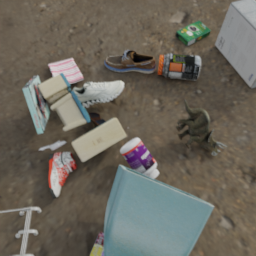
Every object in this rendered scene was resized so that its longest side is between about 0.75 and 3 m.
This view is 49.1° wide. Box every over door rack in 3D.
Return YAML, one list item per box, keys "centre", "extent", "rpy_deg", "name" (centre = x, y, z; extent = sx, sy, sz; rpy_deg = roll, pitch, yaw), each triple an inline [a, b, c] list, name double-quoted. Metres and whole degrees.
- centre: [-3.349, 2.902, 7.632]
  extent: [1.837, 0.612, 1.357]
  rpy_deg: [-4, 57, 3]
  name: "over door rack"

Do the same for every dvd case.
- centre: [-2.837, -0.784, 8.793]
  extent: [0.214, 1.418, 1.943]
  rpy_deg: [-13, 21, -3]
  name: "dvd case"

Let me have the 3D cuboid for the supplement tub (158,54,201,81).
- centre: [1.917, -2.318, 10.622]
  extent: [1.511, 0.926, 0.926]
  rpy_deg: [7, 59, 4]
  name: "supplement tub"

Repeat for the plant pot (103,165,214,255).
- centre: [0.386, 2.233, 6.498]
  extent: [2.039, 2.033, 2.077]
  rpy_deg: [23, 83, -3]
  name: "plant pot"

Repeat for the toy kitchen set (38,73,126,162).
- centre: [-1.548, -0.522, 9.348]
  extent: [1.583, 2.153, 2.688]
  rpy_deg: [-30, 97, -9]
  name: "toy kitchen set"

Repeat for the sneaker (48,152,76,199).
- centre: [-1.997, 1.390, 8.604]
  extent: [0.788, 0.491, 1.470]
  rpy_deg: [-10, 56, -3]
  name: "sneaker"

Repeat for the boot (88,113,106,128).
- centre: [-1.094, -0.128, 9.583]
  extent: [0.415, 0.538, 1.110]
  rpy_deg: [-10, 30, -26]
  name: "boot"

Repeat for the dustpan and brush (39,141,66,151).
- centre: [-2.369, 0.580, 8.756]
  extent: [0.830, 0.579, 0.237]
  rpy_deg: [-31, 91, -23]
  name: "dustpan and brush"

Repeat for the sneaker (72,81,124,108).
- centre: [-1.065, -1.265, 9.674]
  extent: [1.901, 0.770, 0.714]
  rpy_deg: [-17, 39, 14]
  name: "sneaker"

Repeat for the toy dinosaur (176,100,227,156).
- centre: [2.166, -0.081, 8.893]
  extent: [1.169, 2.285, 0.879]
  rpy_deg: [-27, 25, -4]
  name: "toy dinosaur"

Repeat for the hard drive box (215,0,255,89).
- centre: [4.610, -3.147, 10.488]
  extent: [0.998, 2.025, 2.598]
  rpy_deg: [-18, 61, -13]
  name: "hard drive box"

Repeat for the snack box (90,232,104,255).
- centre: [-0.240, 3.672, 7.173]
  extent: [1.650, 0.558, 1.391]
  rpy_deg: [18, 60, 9]
  name: "snack box"

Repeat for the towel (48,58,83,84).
- centre: [-2.428, -2.184, 10.836]
  extent: [1.047, 0.214, 1.430]
  rpy_deg: [-19, 53, -16]
  name: "towel"

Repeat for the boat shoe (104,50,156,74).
- centre: [0.078, -2.661, 10.936]
  extent: [2.044, 0.740, 0.738]
  rpy_deg: [4, 59, 2]
  name: "boat shoe"

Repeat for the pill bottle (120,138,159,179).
- centre: [0.376, 0.986, 8.485]
  extent: [0.718, 0.718, 1.277]
  rpy_deg: [-38, 96, -21]
  name: "pill bottle"

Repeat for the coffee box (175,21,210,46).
- centre: [2.800, -4.072, 12.066]
  extent: [1.312, 0.289, 0.807]
  rpy_deg: [-31, 64, -17]
  name: "coffee box"
